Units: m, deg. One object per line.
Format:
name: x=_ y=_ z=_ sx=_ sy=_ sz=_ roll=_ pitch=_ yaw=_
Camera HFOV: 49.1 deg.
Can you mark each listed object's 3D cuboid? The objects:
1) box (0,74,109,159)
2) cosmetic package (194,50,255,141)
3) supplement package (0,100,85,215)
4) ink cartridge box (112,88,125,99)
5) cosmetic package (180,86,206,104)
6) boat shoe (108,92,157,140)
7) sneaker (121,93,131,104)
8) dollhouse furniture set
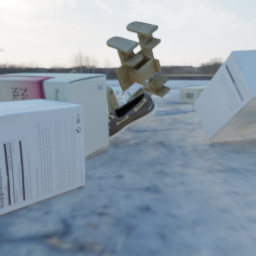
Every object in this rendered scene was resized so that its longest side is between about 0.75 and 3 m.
box: x=-1.819 y=-0.314 z=6.006 sx=2.504 sy=1.601 sz=1.364 roll=6 pitch=17 yaw=27
cosmetic package: x=2.961 y=-0.718 z=6.569 sx=1.977 sy=1.219 sz=1.983 roll=-7 pitch=-25 yaw=-16
supplement package: x=-1.878 y=0.352 z=3.760 sx=2.283 sy=1.250 sz=1.298 roll=-11 pitch=16 yaw=-44
ink cartridge box: x=-1.826 y=-2.160 z=17.384 sx=2.834 sy=0.710 sz=2.280 roll=5 pitch=12 yaw=15
cosmetic package: x=3.928 y=-1.843 z=15.424 sx=1.168 sy=0.825 sz=2.257 roll=10 pitch=16 yaw=40
boat shoe: x=-0.187 y=-0.243 z=6.681 sx=1.756 sy=0.523 sz=0.631 roll=-28 pitch=33 yaw=12
sneaker: x=0.175 y=-1.095 z=12.779 sx=0.489 sy=0.557 sz=1.390 roll=25 pitch=13 yaw=-42
dollhouse furniture set: x=-0.319 y=-1.729 z=9.305 sx=2.890 sy=2.533 sz=1.920 roll=-43 pitch=48 yaw=-20
